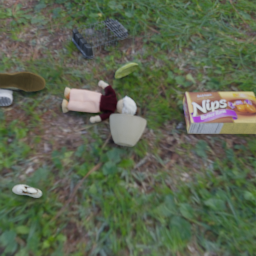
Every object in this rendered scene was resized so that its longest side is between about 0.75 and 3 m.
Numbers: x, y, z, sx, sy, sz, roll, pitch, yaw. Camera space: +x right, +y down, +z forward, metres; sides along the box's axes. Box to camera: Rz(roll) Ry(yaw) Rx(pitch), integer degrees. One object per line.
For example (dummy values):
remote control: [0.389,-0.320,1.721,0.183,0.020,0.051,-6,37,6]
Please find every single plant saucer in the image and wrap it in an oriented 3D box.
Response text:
plant saucer: [-0.100,-2.607,12.585,1.182,1.182,0.184,-25,86,-17]

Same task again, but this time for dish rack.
dish rack: [-1.416,-4.714,14.425,2.607,0.711,2.000,-25,59,-19]

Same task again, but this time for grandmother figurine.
grandmother figurine: [-1.134,-1.056,11.649,2.978,0.902,1.806,9,90,2]

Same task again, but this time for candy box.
candy box: [3.752,-0.623,11.347,2.832,0.800,1.653,1,53,-1]

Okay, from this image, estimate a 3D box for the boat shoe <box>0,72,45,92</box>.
boat shoe: [-4.865,-2.040,12.364,2.323,0.753,0.850,4,93,-17]

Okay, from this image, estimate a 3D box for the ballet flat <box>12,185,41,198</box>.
ballet flat: [-3.492,2.128,9.630,1.064,0.332,0.359,9,54,7]

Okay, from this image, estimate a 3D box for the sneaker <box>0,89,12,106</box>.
sneaker: [-5.934,-1.334,12.045,1.949,0.728,0.799,3,40,-7]

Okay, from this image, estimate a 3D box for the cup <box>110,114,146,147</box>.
cup: [-0.068,0.143,10.581,1.408,1.408,1.007,7,78,5]
